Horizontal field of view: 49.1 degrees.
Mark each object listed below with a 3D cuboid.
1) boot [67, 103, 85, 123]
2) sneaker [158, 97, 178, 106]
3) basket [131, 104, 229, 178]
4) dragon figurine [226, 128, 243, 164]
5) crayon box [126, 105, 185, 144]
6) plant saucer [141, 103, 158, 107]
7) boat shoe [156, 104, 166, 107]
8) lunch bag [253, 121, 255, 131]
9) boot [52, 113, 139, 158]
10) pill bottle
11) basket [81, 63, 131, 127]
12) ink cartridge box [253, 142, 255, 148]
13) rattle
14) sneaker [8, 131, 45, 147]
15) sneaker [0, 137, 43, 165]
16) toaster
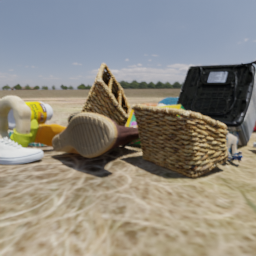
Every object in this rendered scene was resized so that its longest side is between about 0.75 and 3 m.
[{"bbox_3d":[-1.962,-0.687,12.812,2.372,0.919,1.641,6,38,-47],"label":"boot"},{"bbox_3d":[3.038,-1.315,16.443,2.729,1.044,1.102,-12,-19,22],"label":"sneaker"},{"bbox_3d":[1.343,0.031,7.022,1.545,1.612,2.164,-20,17,-28],"label":"basket"},{"bbox_3d":[2.764,0.517,7.870,0.566,0.956,1.923,11,-2,6],"label":"dragon figurine"},{"bbox_3d":[0.860,-0.092,9.303,1.945,1.155,0.567,-2,-33,36],"label":"crayon box"},{"bbox_3d":[2.047,-0.931,16.856,2.767,0.518,2.767,7,15,-2],"label":"plant saucer"},{"bbox_3d":[2.286,-0.462,14.019,2.523,0.907,0.817,26,60,35],"label":"boat shoe"},{"bbox_3d":[5.058,-0.642,13.384,2.586,1.059,2.278,14,16,26],"label":"lunch bag"},{"bbox_3d":[-0.438,0.122,7.681,2.485,1.081,2.988,-8,-3,-37],"label":"boot"},{"bbox_3d":[-4.812,-0.651,13.754,1.242,1.242,2.273,4,10,27],"label":"pill bottle"},{"bbox_3d":[-0.660,-1.126,11.439,1.981,2.068,2.776,24,21,-10],"label":"basket"},{"bbox_3d":[4.649,0.566,9.256,0.758,0.166,0.765,7,10,43],"label":"ink cartridge box"},{"bbox_3d":[-3.467,-0.250,8.995,2.738,1.783,1.956,10,24,42],"label":"rattle"},{"bbox_3d":[-3.325,0.309,9.623,1.611,0.625,0.735,4,5,17],"label":"sneaker"},{"bbox_3d":[-3.192,0.593,7.386,1.830,0.648,0.668,-1,8,-6],"label":"sneaker"},{"bbox_3d":[3.230,-0.905,9.801,2.765,2.500,1.641,5,-25,36],"label":"toaster"}]
